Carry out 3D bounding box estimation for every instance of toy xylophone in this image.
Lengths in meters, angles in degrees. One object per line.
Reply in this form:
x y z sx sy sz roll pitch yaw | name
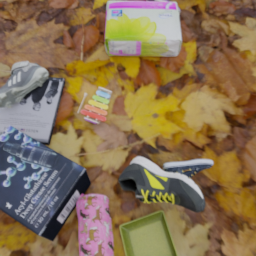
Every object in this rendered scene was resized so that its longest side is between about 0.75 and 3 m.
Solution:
-1.179 -0.766 9.788 1.057 0.363 1.444 13 65 -1 | toy xylophone

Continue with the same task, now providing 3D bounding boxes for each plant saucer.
0.562 3.133 7.621 1.356 0.325 1.358 -22 54 7 | plant saucer

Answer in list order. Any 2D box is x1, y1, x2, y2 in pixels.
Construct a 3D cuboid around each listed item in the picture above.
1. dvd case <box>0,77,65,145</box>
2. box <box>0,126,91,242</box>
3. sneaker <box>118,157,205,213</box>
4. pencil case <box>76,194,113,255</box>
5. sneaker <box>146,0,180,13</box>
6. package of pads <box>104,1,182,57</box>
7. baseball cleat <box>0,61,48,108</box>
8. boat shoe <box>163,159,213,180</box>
-3.463 -0.706 9.861 1.990 0.327 2.648 5 62 2 | dvd case
-2.777 1.567 8.022 2.712 1.452 2.013 27 65 14 | box
0.840 1.774 7.816 2.664 0.992 1.127 20 45 41 | sneaker
-0.925 2.906 7.646 0.898 0.938 2.169 -19 59 22 | pencil case
1.596 -5.415 12.185 1.656 0.668 0.691 35 62 17 | sneaker
0.576 -3.948 11.176 2.988 1.019 2.308 0 62 0 | package of pads
-3.864 -1.526 9.620 1.204 0.789 2.262 37 51 15 | baseball cleat
1.887 1.411 8.661 1.572 0.556 0.714 -6 69 0 | boat shoe
